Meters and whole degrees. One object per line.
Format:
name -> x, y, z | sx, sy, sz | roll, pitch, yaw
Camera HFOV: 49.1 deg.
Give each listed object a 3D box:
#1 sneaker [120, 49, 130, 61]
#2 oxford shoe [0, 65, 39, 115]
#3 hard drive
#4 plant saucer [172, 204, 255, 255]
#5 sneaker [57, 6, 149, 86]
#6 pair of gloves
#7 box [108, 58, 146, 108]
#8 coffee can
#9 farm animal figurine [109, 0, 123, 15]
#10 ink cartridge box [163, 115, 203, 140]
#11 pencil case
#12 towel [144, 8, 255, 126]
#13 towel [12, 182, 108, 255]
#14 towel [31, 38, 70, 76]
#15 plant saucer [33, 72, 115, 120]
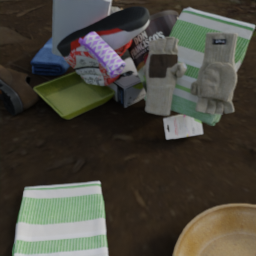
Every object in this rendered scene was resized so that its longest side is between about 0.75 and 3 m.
sneaker -> -0.632, -2.705, 9.143 | 1.720, 0.781, 0.653 | 6, 37, -22
oxford shoe -> -3.745, -1.438, 8.920 | 1.119, 0.963, 2.651 | -30, 61, -33
hard drive -> -1.416, -2.885, 8.085 | 1.516, 2.298, 0.302 | 16, 52, -5
plant saucer -> 2.143, 2.623, 4.491 | 2.961, 0.524, 2.961 | 0, 41, 0
sneaker -> -0.426, -2.074, 7.616 | 2.969, 1.591, 0.991 | -7, 44, 35
pair of gloves -> 1.375, -1.202, 6.488 | 2.168, 1.844, 0.380 | 2, 8, 26
box -> -0.333, -1.759, 9.372 | 1.422, 0.733, 2.438 | -27, 48, -28
coffee can -> 1.059, -1.768, 7.838 | 1.683, 1.683, 2.300 | -21, 87, -23
farm animal figurine -> -1.029, -3.744, 8.074 | 2.182, 1.762, 1.097 | 41, 49, -11
ink cartridge box -> 1.385, -0.045, 7.320 | 1.006, 0.589, 0.338 | -9, 2, -9
pencil case -> -0.592, -1.687, 6.557 | 1.187, 0.498, 0.507 | 47, 54, 8
towel -> 1.684, -1.500, 6.755 | 1.879, 2.463, 0.288 | 23, 7, 16
towel -> -1.309, 2.058, 5.341 | 1.789, 0.274, 2.345 | -4, 41, -5
towel -> -2.638, -2.778, 10.666 | 1.362, 0.592, 2.439 | 6, 40, 7
plant saucer -> -1.662, -0.997, 8.710 | 1.883, 0.451, 1.886 | -28, 49, -28
